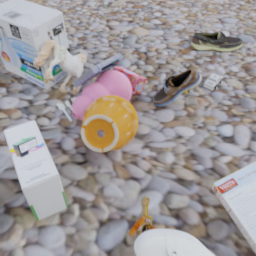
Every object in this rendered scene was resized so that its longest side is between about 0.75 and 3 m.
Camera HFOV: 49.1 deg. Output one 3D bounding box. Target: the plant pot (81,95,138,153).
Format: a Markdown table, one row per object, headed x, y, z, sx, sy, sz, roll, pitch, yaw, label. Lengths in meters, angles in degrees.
| x | y | z | sx | sy | sz | roll | pitch | yaw | label |
| --- | --- | --- | --- | --- | --- | --- | --- | --- | --- |
| -0.643 | -0.018 | 8.154 | 1.691 | 1.691 | 1.548 | 8 | 15 | 8 | plant pot |

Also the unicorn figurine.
| x | y | z | sx | sy | sz | roll | pitch | yaw | label |
| --- | --- | --- | --- | --- | --- | --- | --- | --- | --- |
| -2.357 | -2.371 | 10.965 | 1.079 | 2.922 | 2.007 | 7 | 74 | 17 | unicorn figurine |

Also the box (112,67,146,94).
| x | y | z | sx | sy | sz | roll | pitch | yaw | label |
| --- | --- | --- | --- | --- | --- | --- | --- | --- | --- |
| -0.024 | -1.891 | 11.086 | 1.325 | 0.661 | 0.633 | 31 | 24 | 27 | box |

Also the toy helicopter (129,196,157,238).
| x | y | z | sx | sy | sz | roll | pitch | yaw | label |
| --- | --- | --- | --- | --- | --- | --- | --- | --- | --- |
| 0.354 | 2.182 | 6.722 | 0.428 | 1.086 | 0.718 | 8 | 9 | 42 | toy helicopter |

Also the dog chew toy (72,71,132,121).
| x | y | z | sx | sy | sz | roll | pitch | yaw | label |
| --- | --- | --- | --- | --- | --- | --- | --- | --- | --- |
| -0.974 | -1.044 | 9.874 | 2.313 | 1.440 | 1.440 | -37 | 55 | -25 | dog chew toy |

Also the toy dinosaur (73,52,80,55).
| x | y | z | sx | sy | sz | roll | pitch | yaw | label |
| --- | --- | --- | --- | --- | --- | --- | --- | --- | --- |
| -2.414 | -3.379 | 13.090 | 0.338 | 0.182 | 0.768 | 0 | 48 | -9 | toy dinosaur |

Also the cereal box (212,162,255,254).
| x | y | z | sx | sy | sz | roll | pitch | yaw | label |
| --- | --- | --- | --- | --- | --- | --- | --- | --- | --- |
| 3.433 | 2.030 | 6.882 | 1.679 | 0.461 | 2.334 | -24 | 57 | -7 | cereal box |

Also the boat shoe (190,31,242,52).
| x | y | z | sx | sy | sz | roll | pitch | yaw | label |
| --- | --- | --- | --- | --- | --- | --- | --- | --- | --- |
| 4.307 | -4.202 | 13.454 | 2.496 | 0.809 | 0.914 | -4 | 45 | -4 | boat shoe |

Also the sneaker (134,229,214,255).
| x | y | z | sx | sy | sz | roll | pitch | yaw | label |
| --- | --- | --- | --- | --- | --- | --- | --- | --- | --- |
| 1.349 | 2.854 | 5.375 | 2.636 | 0.960 | 1.116 | 26 | 12 | -3 | sneaker |

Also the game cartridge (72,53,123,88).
| x | y | z | sx | sy | sz | roll | pitch | yaw | label |
| --- | --- | --- | --- | --- | --- | --- | --- | --- | --- |
| -1.025 | -2.040 | 9.890 | 1.173 | 0.347 | 1.810 | -19 | 16 | 41 | game cartridge |

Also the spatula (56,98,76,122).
| x | y | z | sx | sy | sz | roll | pitch | yaw | label |
| --- | --- | --- | --- | --- | --- | --- | --- | --- | --- |
| -2.059 | -0.697 | 10.395 | 0.832 | 0.096 | 1.196 | -21 | 47 | -25 | spatula |

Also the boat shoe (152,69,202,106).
| x | y | z | sx | sy | sz | roll | pitch | yaw | label |
| --- | --- | --- | --- | --- | --- | --- | --- | --- | --- |
| 1.598 | -1.502 | 10.012 | 1.972 | 0.714 | 0.713 | -34 | 54 | 24 | boat shoe |

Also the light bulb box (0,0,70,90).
| x | y | z | sx | sy | sz | roll | pitch | yaw | label |
| --- | --- | --- | --- | --- | --- | --- | --- | --- | --- |
| -3.887 | -3.395 | 11.303 | 2.650 | 2.673 | 1.668 | 26 | 52 | 24 | light bulb box |

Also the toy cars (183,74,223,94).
| x | y | z | sx | sy | sz | roll | pitch | yaw | label |
| --- | --- | --- | --- | --- | --- | --- | --- | --- | --- |
| 2.973 | -1.911 | 11.379 | 2.112 | 0.468 | 0.947 | -8 | 46 | -8 | toy cars |

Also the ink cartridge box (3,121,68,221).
| x | y | z | sx | sy | sz | roll | pitch | yaw | label |
| --- | --- | --- | --- | --- | --- | --- | --- | --- | --- |
| -2.490 | 1.098 | 7.542 | 0.904 | 1.559 | 2.153 | -21 | 48 | -20 | ink cartridge box |
